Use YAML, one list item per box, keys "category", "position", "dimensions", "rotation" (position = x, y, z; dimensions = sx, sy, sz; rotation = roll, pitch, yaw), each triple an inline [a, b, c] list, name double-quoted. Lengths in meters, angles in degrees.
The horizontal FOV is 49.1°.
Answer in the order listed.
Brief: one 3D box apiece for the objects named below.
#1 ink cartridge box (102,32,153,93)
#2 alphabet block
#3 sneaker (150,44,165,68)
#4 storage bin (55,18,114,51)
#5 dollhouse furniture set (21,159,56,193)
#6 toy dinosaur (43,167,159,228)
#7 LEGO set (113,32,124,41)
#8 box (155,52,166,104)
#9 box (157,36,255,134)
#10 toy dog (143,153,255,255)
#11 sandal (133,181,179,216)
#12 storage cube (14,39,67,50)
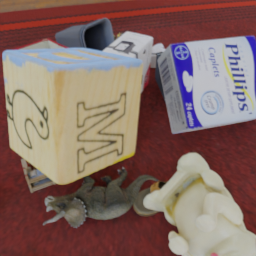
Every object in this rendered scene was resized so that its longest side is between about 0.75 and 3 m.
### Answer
- category: "ink cartridge box"
  position: [-0.198, -2.001, 10.472]
  dimensions: [1.223, 2.130, 2.933]
  rotation: [18, 42, 16]
- category: "alphabet block"
  position: [-1.413, -0.556, 7.330]
  dimensions: [2.627, 2.676, 2.613]
  rotation: [-17, 29, -42]
- category: "sneaker"
  position: [1.881, -3.467, 13.299]
  dimensions: [2.200, 0.827, 1.265]
  rotation: [-2, 42, 3]
- category: "storage bin"
  position: [-1.761, -2.805, 11.269]
  dimensions: [1.842, 2.743, 1.996]
  rotation: [12, 40, 32]
- category: "dollhouse furniture set"
  position: [-2.541, 1.124, 7.800]
  dimensions: [0.697, 0.693, 0.989]
  rotation: [-18, 42, -20]
- category: "toy dinosaur"
  position: [-0.612, 1.767, 6.995]
  dimensions: [2.775, 1.068, 1.419]
  rotation: [-1, 50, -10]
- category: "LEGO set"
  position: [-0.626, -4.890, 15.180]
  dimensions: [0.882, 0.664, 1.147]
  rotation: [6, 40, 8]
- category: "box"
  position: [2.318, -2.093, 11.282]
  dimensions: [2.079, 1.311, 2.115]
  rotation: [-7, 40, -5]
- category: "box"
  position: [2.733, -1.370, 9.116]
  dimensions: [2.907, 1.525, 2.673]
  rotation: [-10, 85, -11]
- category: "toy dog"
  position: [1.773, 2.210, 5.832]
  dimensions: [1.749, 2.430, 2.507]
  rotation: [-44, 38, 12]
- category: "sandal"
  position: [0.922, 1.666, 7.297]
  dimensions: [1.812, 0.489, 0.728]
  rotation: [-18, 42, -20]
- category: "storage cube"
  position: [-3.226, -2.087, 10.806]
  dimensions: [1.779, 1.871, 2.081]
  rotation: [30, 49, 31]
